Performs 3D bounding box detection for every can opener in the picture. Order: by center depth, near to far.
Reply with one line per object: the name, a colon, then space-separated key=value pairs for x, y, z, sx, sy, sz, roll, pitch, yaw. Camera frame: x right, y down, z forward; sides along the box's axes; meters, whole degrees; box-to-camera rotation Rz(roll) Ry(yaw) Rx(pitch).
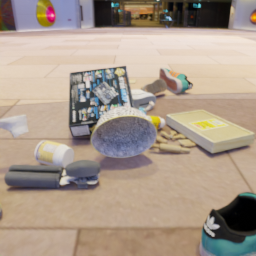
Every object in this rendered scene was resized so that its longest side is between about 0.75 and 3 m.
can opener: x=-1.995 y=1.135 z=7.517 sx=2.505 sy=0.837 sz=0.668 roll=3 pitch=28 yaw=-4

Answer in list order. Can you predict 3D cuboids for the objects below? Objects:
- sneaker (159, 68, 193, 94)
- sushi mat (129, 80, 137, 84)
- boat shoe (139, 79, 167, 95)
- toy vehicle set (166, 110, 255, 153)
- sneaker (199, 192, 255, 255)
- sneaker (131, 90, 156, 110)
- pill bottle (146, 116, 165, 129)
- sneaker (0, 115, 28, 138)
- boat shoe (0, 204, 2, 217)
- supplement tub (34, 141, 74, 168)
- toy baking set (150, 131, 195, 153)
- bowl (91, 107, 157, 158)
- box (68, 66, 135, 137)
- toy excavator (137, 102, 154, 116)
sneaker: x=2.629 y=-2.667 z=15.763 sx=1.099 sy=0.982 sz=2.750 roll=-6 pitch=32 yaw=-18
sushi mat: x=-0.259 y=-2.841 z=17.061 sx=1.493 sy=0.090 sz=0.714 roll=4 pitch=26 yaw=9
boat shoe: x=1.228 y=-2.004 z=14.243 sx=1.961 sy=0.742 sz=0.704 roll=-19 pitch=0 yaw=-43
toy vehicle set: x=2.891 y=0.015 z=10.337 sx=1.787 sy=0.381 sz=2.876 roll=-9 pitch=24 yaw=-22
sneaker: x=2.826 y=1.863 z=5.643 sx=2.934 sy=1.172 sz=1.047 roll=-10 pitch=27 yaw=-20
sneaker: x=-0.157 y=-1.073 z=12.216 sx=2.994 sy=1.093 sz=1.060 roll=-8 pitch=26 yaw=-41
pill bottle: x=0.942 y=-0.198 z=10.649 sx=0.884 sy=0.483 sz=0.483 roll=2 pitch=21 yaw=-29
sneaker: x=-3.278 y=0.025 z=7.657 sx=1.038 sy=0.600 sz=0.382 roll=-12 pitch=9 yaw=-18
boat shoe: x=-4.032 y=1.360 z=6.931 sx=2.782 sy=0.999 sz=1.053 roll=18 pitch=31 yaw=34
supplement tub: x=-2.216 y=0.810 z=8.447 sx=0.993 sy=0.722 sz=0.722 roll=11 pitch=27 yaw=21
toy baking set: x=1.225 y=0.440 z=9.811 sx=2.124 sy=0.247 sz=1.630 roll=6 pitch=19 yaw=-5
bowl: x=-0.163 y=-0.015 z=8.520 sx=1.983 sy=1.983 sz=0.931 roll=-3 pitch=49 yaw=-7
box: x=-1.017 y=-1.097 z=10.494 sx=2.331 sy=0.675 sz=2.932 roll=-8 pitch=49 yaw=-2
toy excavator: x=0.638 y=-0.656 z=11.252 sx=0.792 sy=0.407 sz=0.814 roll=-56 pitch=19 yaw=-20
